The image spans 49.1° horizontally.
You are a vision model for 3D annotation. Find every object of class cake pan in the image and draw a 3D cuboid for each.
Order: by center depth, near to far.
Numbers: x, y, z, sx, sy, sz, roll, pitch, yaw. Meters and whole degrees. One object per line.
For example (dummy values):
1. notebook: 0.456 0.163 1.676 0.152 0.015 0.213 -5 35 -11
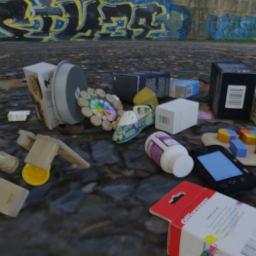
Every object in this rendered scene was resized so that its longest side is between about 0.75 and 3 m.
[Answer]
1. cake pan: -2.219 -1.339 11.192 0.478 2.608 2.608 0 22 14

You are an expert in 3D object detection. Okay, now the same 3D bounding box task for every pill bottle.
1. pill bottle: 1.211 0.794 8.334 0.891 0.891 1.588 -9 24 -20

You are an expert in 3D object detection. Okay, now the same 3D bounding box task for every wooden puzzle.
1. wooden puzzle: 3.863 0.568 9.331 2.333 0.540 2.161 -1 23 -1

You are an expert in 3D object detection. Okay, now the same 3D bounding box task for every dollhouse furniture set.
1. dollhouse furniture set: -2.508 1.322 7.378 1.865 1.598 1.961 13 68 29

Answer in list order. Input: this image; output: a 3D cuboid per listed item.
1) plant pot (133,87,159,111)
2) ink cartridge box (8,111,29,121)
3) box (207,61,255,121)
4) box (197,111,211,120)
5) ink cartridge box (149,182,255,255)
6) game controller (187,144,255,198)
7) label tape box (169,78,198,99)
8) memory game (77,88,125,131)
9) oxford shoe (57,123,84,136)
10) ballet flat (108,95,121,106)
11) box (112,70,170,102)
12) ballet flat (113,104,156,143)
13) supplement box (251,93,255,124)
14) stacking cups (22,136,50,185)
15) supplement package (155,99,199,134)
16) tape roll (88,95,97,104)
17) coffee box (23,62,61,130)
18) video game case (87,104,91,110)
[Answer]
1. plant pot: 0.777 -1.185 13.117 0.916 0.896 0.890 -31 38 -10
2. ink cartridge box: -4.789 -0.523 12.325 0.853 0.287 0.499 -4 23 -9
3. box: 4.724 -1.806 13.018 1.529 2.120 2.856 3 23 6
4. box: 3.270 -0.592 12.632 0.915 0.179 0.626 5 23 11
5. ink cartridge box: 1.769 2.052 5.301 2.500 0.841 1.452 19 29 38
6. game controller: 2.530 1.116 7.830 1.230 0.497 2.358 -22 25 -1
7. label tape box: 2.640 -2.308 16.108 2.307 0.763 1.653 12 25 36
8. memory game: -0.999 -0.777 11.397 2.301 0.147 2.301 25 38 -21
9. oxford shoe: -2.201 0.034 10.643 1.018 0.430 0.370 3 58 1
10. ballet flat: -0.669 -1.374 14.138 0.494 0.488 1.451 -7 23 -22
11. box: 0.708 -2.235 14.756 2.580 1.346 1.909 -16 23 -41
12. ballet flat: 0.233 -0.304 10.848 1.051 1.051 2.832 12 24 27
13. supplement box: 6.262 -0.833 11.868 1.791 1.202 1.789 2 22 4
14. stacking cups: -2.612 0.814 8.535 0.706 0.706 2.333 -3 22 -7
15. supplement package: 1.985 -0.504 11.374 1.639 0.961 0.958 -20 29 -40
16. tape roll: -2.273 -1.511 14.236 1.413 0.340 1.413 -2 19 1
17. coffee box: -3.253 -1.297 11.347 0.955 2.392 1.352 -26 34 -32
18. video game case: -2.247 -1.070 13.832 1.812 0.172 1.294 -12 25 -24
